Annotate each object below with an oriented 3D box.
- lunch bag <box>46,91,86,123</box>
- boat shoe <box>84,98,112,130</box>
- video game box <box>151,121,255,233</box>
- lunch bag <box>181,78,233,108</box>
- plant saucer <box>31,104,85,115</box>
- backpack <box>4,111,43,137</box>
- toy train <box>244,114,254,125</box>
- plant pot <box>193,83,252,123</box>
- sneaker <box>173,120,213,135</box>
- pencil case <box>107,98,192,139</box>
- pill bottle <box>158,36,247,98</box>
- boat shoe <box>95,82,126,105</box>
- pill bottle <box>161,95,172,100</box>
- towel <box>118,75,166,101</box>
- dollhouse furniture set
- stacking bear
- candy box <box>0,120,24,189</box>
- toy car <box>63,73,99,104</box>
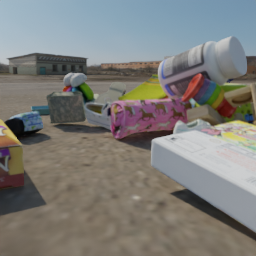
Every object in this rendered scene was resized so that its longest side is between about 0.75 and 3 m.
[{"bbox_3d":[-1.836,-0.642,8.610,1.099,0.901,0.646,1,22,12],"label":"lunch bag"},{"bbox_3d":[-0.531,-0.467,7.969,1.833,0.781,0.677,14,47,35],"label":"boat shoe"},{"bbox_3d":[1.677,0.500,3.639,1.922,0.494,2.110,-12,23,-30],"label":"video game box"},{"bbox_3d":[2.869,-1.696,10.585,1.414,2.220,1.887,-2,6,-16],"label":"lunch bag"},{"bbox_3d":[-2.489,-0.788,11.581,2.869,0.272,1.003,-3,11,-21],"label":"plant saucer"},{"bbox_3d":[-2.640,-0.093,7.206,0.781,0.736,0.958,-14,-11,32],"label":"backpack"},{"bbox_3d":[3.255,-0.164,6.887,0.779,0.445,0.338,-9,-13,29],"label":"toy train"},{"bbox_3d":[2.928,-0.745,8.736,1.397,1.274,1.404,-4,12,-19],"label":"plant pot"},{"bbox_3d":[1.714,0.135,6.084,1.496,0.600,0.526,0,10,-5],"label":"sneaker"},{"bbox_3d":[0.626,-0.289,7.293,2.282,0.945,0.987,-7,12,-29],"label":"pencil case"},{"bbox_3d":[1.982,-1.606,7.619,2.108,1.199,1.199,-13,0,42],"label":"pill bottle"},{"bbox_3d":[-0.698,-1.046,11.355,0.863,0.745,2.377,19,39,9],"label":"boat shoe"},{"bbox_3d":[0.858,-0.799,9.659,1.799,1.009,1.009,9,14,35],"label":"pill bottle"},{"bbox_3d":[0.866,-1.326,9.235,1.283,0.269,2.982,2,23,27],"label":"towel"},{"bbox_3d":[2.296,0.136,6.238,1.609,1.311,1.530,-16,-27,34],"label":"dollhouse furniture set"},{"bbox_3d":[2.077,-0.709,6.847,1.240,0.753,0.705,31,-20,-5],"label":"stacking bear"},{"bbox_3d":[-2.660,0.382,4.626,1.403,0.679,2.405,-6,14,-30],"label":"candy box"},{"bbox_3d":[-2.370,-1.545,12.861,1.424,1.662,1.899,-44,31,-21],"label":"toy car"}]
